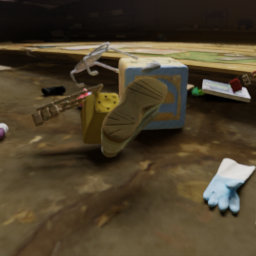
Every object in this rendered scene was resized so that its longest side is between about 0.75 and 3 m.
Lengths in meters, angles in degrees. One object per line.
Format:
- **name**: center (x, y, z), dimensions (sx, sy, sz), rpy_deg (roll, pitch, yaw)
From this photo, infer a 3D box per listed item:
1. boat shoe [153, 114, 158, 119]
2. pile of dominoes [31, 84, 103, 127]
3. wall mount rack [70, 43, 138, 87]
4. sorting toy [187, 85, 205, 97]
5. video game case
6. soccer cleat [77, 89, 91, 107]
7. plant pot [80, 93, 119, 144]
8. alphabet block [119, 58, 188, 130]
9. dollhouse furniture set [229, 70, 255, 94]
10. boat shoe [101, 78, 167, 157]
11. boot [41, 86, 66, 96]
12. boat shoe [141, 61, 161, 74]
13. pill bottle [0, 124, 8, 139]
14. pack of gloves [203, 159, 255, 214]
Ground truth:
- **boat shoe**: center (0.512, -0.571, 9.279), dimensions (1.509, 0.548, 0.473), rpy_deg (14, 44, -58)
- **pile of dominoes**: center (-1.845, -0.597, 8.598), dimensions (2.161, 0.344, 1.685), rpy_deg (-23, -3, -18)
- **wall mount rack**: center (-0.988, -2.464, 10.980), dimensions (2.254, 0.967, 2.594), rpy_deg (-30, 6, -30)
- **sorting toy**: center (2.754, -2.036, 15.455), dimensions (2.708, 0.399, 2.002), rpy_deg (18, 30, 37)
- **video game case**: center (5.221, -2.034, 15.106), dimensions (2.384, 0.278, 2.167), rpy_deg (14, 24, 11)
- **soccer cleat**: center (-1.689, -1.137, 12.842), dimensions (1.020, 0.890, 2.668), rpy_deg (36, -2, -23)
- **plant pot**: center (-0.761, -0.388, 8.772), dimensions (1.271, 1.309, 1.279), rpy_deg (-1, 53, -17)
- **alphabet block**: center (0.882, -1.461, 11.264), dimensions (2.400, 2.413, 2.458), rpy_deg (-1, 22, -8)
- **dollhouse furniture set**: center (2.917, -1.149, 6.939), dimensions (0.765, 0.311, 0.411), rpy_deg (-24, 4, 27)
- **boat shoe**: center (0.166, -0.371, 7.207), dimensions (0.998, 0.860, 2.735), rpy_deg (28, 48, 8)
- **boot**: center (-4.076, -2.030, 15.312), dimensions (1.161, 0.437, 0.868), rpy_deg (1, 12, 32)
- **boat shoe**: center (0.721, -2.056, 9.436), dimensions (0.826, 0.304, 0.276), rpy_deg (-21, 69, -32)
- **pill bottle**: center (-4.569, 0.190, 9.683), dimensions (0.506, 0.506, 0.901), rpy_deg (4, 22, 10)
- **pack of gloves**: center (3.095, 1.374, 6.729), dimensions (2.117, 0.497, 2.519), rpy_deg (11, 25, 29)
